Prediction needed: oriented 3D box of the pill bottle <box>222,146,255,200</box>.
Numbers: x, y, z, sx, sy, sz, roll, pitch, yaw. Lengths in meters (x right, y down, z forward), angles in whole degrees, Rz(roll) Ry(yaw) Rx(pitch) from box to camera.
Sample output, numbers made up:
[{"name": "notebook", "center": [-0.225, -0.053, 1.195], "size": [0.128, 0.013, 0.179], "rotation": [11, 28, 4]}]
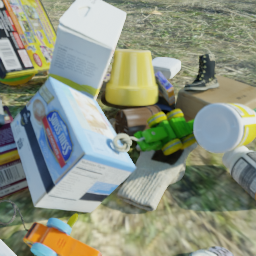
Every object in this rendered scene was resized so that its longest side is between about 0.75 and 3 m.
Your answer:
[{"name": "pill bottle", "center": [2.628, 0.940, 5.876], "size": [0.751, 0.751, 1.291], "rotation": [-11, 34, -17]}]

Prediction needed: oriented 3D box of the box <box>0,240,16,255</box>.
[{"name": "box", "center": [-1.689, 2.325, 3.227], "size": [2.429, 1.231, 1.366], "rotation": [24, 40, 32]}]

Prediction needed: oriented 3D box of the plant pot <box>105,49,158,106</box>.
[{"name": "plant pot", "center": [0.111, -1.396, 7.526], "size": [1.438, 1.353, 1.438], "rotation": [2, 17, -1]}]

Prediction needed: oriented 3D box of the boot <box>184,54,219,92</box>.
[{"name": "boot", "center": [1.937, -1.473, 7.514], "size": [1.249, 0.943, 0.451], "rotation": [-13, 11, -35]}]

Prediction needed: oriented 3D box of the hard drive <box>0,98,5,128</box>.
[{"name": "hard drive", "center": [-3.660, -0.831, 5.534], "size": [2.233, 0.367, 1.558], "rotation": [17, 43, -52]}]

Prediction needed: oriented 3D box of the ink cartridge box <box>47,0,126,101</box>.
[{"name": "ink cartridge box", "center": [-1.208, -1.496, 7.189], "size": [1.236, 2.964, 2.151], "rotation": [20, 42, -9]}]

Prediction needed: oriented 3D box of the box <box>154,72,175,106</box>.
[{"name": "box", "center": [1.029, -1.122, 7.848], "size": [0.223, 1.073, 0.639], "rotation": [-34, 65, -2]}]

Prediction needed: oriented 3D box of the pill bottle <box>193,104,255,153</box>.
[{"name": "pill bottle", "center": [2.090, -0.032, 5.727], "size": [0.930, 0.930, 1.628], "rotation": [26, 19, 35]}]

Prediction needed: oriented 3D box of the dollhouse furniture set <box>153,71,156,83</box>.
[{"name": "dollhouse furniture set", "center": [0.387, -1.556, 10.114], "size": [1.304, 0.820, 1.475], "rotation": [-26, 34, 5]}]

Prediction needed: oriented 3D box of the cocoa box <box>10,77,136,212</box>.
[{"name": "cocoa box", "center": [-1.106, 0.325, 5.392], "size": [1.387, 1.365, 2.079], "rotation": [25, 25, -49]}]

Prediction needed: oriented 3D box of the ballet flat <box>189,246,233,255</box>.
[{"name": "ballet flat", "center": [0.847, 2.229, 3.853], "size": [2.214, 0.796, 0.796], "rotation": [-23, 39, -32]}]

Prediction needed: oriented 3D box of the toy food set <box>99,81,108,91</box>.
[{"name": "toy food set", "center": [-1.998, -1.837, 10.430], "size": [1.860, 0.541, 2.695], "rotation": [-30, 59, -27]}]

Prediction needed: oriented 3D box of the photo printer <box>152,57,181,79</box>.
[{"name": "photo printer", "center": [1.478, -2.515, 11.578], "size": [1.189, 0.496, 1.429], "rotation": [14, 34, 23]}]

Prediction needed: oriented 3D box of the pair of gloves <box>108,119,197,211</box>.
[{"name": "pair of gloves", "center": [-0.026, 0.579, 6.707], "size": [2.807, 0.492, 2.387], "rotation": [20, 38, 30]}]

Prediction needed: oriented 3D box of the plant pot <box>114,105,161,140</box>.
[{"name": "plant pot", "center": [0.236, -0.097, 7.108], "size": [0.973, 0.983, 0.983], "rotation": [-2, 30, -28]}]

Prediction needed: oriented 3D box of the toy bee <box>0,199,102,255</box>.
[{"name": "toy bee", "center": [-1.268, 1.788, 4.563], "size": [1.122, 0.932, 1.715], "rotation": [-35, 75, -34]}]

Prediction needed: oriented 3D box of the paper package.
[{"name": "paper package", "center": [2.681, -0.620, 8.118], "size": [1.933, 1.000, 1.843], "rotation": [-24, 40, -34]}]

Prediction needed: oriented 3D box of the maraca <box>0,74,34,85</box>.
[{"name": "maraca", "center": [-4.057, -2.369, 10.642], "size": [1.497, 1.168, 2.183], "rotation": [35, 53, 22]}]

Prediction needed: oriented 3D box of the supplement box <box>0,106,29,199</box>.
[{"name": "supplement box", "center": [-3.047, 0.509, 6.322], "size": [1.255, 0.974, 2.274], "rotation": [-19, 37, -23]}]

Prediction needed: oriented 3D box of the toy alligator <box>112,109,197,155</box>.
[{"name": "toy alligator", "center": [0.597, 0.222, 5.969], "size": [2.816, 0.764, 0.835], "rotation": [-13, 68, -41]}]

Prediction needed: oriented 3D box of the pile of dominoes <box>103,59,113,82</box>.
[{"name": "pile of dominoes", "center": [-0.647, -2.119, 9.597], "size": [2.184, 0.348, 1.703], "rotation": [6, 38, -1]}]

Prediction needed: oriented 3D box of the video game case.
[{"name": "video game case", "center": [-3.555, -3.122, 9.348], "size": [2.542, 2.813, 0.359], "rotation": [-24, -2, -45]}]

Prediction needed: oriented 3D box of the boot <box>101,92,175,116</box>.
[{"name": "boot", "center": [0.311, -0.707, 8.396], "size": [2.294, 0.857, 1.112], "rotation": [1, 30, -3]}]

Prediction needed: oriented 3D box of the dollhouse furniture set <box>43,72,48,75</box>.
[{"name": "dollhouse furniture set", "center": [-2.870, -2.625, 11.629], "size": [0.857, 0.852, 1.215], "rotation": [13, 58, 20]}]
